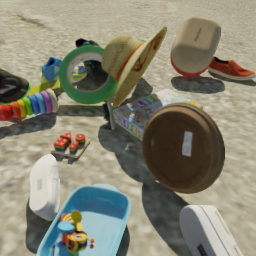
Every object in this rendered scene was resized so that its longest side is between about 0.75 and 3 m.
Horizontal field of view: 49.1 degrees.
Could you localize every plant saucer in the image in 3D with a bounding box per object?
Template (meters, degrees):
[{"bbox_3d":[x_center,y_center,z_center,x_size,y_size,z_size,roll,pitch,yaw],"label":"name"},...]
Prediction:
[{"bbox_3d":[1.018,0.442,5.816,1.939,1.939,0.286,28,23,34],"label":"plant saucer"}]

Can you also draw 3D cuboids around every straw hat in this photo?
[{"bbox_3d":[-0.107,-2.127,8.565,1.203,2.842,2.842,35,41,3],"label":"straw hat"}]

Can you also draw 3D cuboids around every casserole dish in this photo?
[{"bbox_3d":[-0.714,1.884,5.044,1.276,0.409,2.107,9,36,13],"label":"casserole dish"}]

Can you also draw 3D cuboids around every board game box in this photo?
[{"bbox_3d":[0.900,-0.445,8.437,2.277,0.390,1.531,-25,41,-31],"label":"board game box"}]

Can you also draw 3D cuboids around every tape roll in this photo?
[{"bbox_3d":[-1.281,-1.760,9.284,1.955,0.470,1.955,0,75,2],"label":"tape roll"}]

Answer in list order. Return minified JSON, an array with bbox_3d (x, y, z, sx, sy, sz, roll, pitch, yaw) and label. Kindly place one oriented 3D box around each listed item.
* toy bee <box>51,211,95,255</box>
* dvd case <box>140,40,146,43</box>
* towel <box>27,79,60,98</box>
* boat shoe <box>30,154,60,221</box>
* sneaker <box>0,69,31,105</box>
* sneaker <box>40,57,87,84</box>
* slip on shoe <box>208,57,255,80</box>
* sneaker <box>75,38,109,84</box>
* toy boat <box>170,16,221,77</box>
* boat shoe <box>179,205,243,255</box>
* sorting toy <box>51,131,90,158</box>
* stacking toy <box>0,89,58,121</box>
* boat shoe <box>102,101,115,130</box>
[{"bbox_3d":[-0.879,1.858,4.656,0.635,0.764,1.168,7,32,-7],"label":"toy bee"},{"bbox_3d":[0.500,-2.555,10.197,0.178,1.180,1.616,23,17,9],"label":"dvd case"},{"bbox_3d":[-2.935,-1.371,9.720,1.162,0.105,0.500,-16,48,-1],"label":"towel"},{"bbox_3d":[-1.670,1.217,5.890,0.575,0.548,1.598,-26,36,-1],"label":"boat shoe"},{"bbox_3d":[-4.544,-1.614,8.941,2.955,1.238,1.134,20,78,7],"label":"sneaker"},{"bbox_3d":[-2.357,-2.193,10.408,0.757,1.050,1.998,25,42,32],"label":"sneaker"},{"bbox_3d":[4.081,-2.349,11.053,1.931,0.591,0.715,28,42,32],"label":"slip on shoe"},{"bbox_3d":[-1.305,-2.600,10.704,1.110,1.167,2.944,-41,40,-4],"label":"sneaker"},{"bbox_3d":[2.685,-3.130,11.379,1.648,1.651,2.525,18,70,14],"label":"toy boat"},{"bbox_3d":[1.501,2.148,4.222,0.698,0.764,2.124,1,43,-26],"label":"boat shoe"},{"bbox_3d":[-1.503,0.381,7.339,0.775,0.270,0.770,11,35,15],"label":"sorting toy"},{"bbox_3d":[-3.024,-0.613,8.348,1.713,0.731,0.731,-19,39,-26],"label":"stacking toy"},{"bbox_3d":[-0.584,-0.340,8.108,0.275,0.829,0.310,-13,-2,17],"label":"boat shoe"}]
